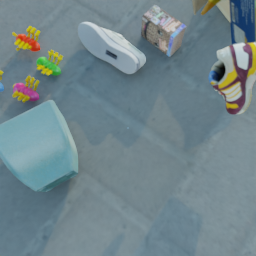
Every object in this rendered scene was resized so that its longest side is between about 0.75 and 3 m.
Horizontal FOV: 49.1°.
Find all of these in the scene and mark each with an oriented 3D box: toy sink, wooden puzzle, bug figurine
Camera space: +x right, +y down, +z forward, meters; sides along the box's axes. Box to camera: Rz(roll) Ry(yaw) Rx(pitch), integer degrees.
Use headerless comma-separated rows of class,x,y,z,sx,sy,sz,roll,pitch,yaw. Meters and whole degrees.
toy sink,4.240,-4.801,9.759,1.727,1.484,2.649,-25,73,-9
wooden puzzle,2.017,-3.648,7.130,1.312,1.945,0.227,-45,69,-4
bug figurine,-3.480,-1.914,9.172,2.143,0.711,2.764,32,69,4

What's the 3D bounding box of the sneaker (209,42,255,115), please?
sneaker,2.289,-1.044,6.366,0.986,2.189,0.820,-4,57,5

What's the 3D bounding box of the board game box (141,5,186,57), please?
board game box,1.156,-3.264,9.450,1.324,1.056,0.641,40,76,13

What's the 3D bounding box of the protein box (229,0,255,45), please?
protein box,3.448,-2.820,6.934,1.309,1.927,1.941,-13,32,8

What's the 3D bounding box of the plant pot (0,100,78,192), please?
plant pot,-2.323,0.687,7.717,1.851,1.846,1.885,-29,78,-10

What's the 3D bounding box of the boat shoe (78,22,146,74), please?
boat shoe,-0.522,-2.813,9.490,2.587,0.917,0.903,35,47,15
